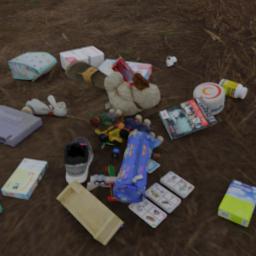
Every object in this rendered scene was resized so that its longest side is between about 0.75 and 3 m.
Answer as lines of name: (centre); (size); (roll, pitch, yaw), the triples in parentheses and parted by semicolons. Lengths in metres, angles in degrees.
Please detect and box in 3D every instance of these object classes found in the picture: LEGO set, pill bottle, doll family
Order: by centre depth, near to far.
LEGO set: (0.218, 1.715, 8.642); (2.910, 0.714, 2.174); (31, 38, 28)
doll family: (-0.154, 0.240, 9.835); (2.964, 1.163, 1.713); (14, 22, 28)
pill bottle: (4.879, -1.792, 13.100); (1.190, 0.669, 0.669); (27, 44, 32)

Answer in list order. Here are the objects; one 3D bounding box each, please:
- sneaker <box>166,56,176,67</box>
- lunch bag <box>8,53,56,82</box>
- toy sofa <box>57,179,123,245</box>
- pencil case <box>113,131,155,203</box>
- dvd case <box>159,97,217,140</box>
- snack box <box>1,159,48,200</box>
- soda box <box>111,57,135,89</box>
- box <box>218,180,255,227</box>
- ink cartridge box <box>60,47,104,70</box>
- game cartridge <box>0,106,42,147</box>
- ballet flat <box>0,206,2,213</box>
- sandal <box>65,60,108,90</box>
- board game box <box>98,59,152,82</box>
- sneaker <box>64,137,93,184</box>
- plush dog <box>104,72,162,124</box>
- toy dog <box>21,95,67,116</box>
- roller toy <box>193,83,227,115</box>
sneaker: (2.461, -3.919, 16.071); (0.385, 0.491, 0.988); (-12, 27, 35)
lunch bag: (-4.909, -3.220, 14.655); (1.913, 1.167, 1.630); (9, 36, 22)
toy sofa: (-1.021, 2.283, 7.606); (1.812, 0.884, 0.750); (31, 71, 35)
pencil case: (0.218, 1.062, 7.972); (0.855, 0.952, 2.192); (20, 48, -4)
dvd case: (2.294, -0.405, 10.932); (1.842, 0.203, 1.344); (-20, 56, -4)
snack box: (-3.218, 1.576, 8.832); (0.824, 0.263, 1.419); (7, 37, 10)
soda box: (0.029, -2.393, 12.958); (0.561, 1.768, 0.619); (-37, 27, 23)
box: (3.167, 2.112, 7.982); (0.809, 0.316, 1.328); (18, 37, 29)
ink cartridge box: (-2.553, -3.766, 15.645); (2.031, 0.841, 1.488); (-21, 41, -26)
game cartridge: (-4.906, -0.170, 11.105); (2.555, 0.490, 1.656); (17, 35, 22)
ballet flat: (-3.951, 2.153, 8.041); (0.405, 0.405, 1.090); (-24, 40, -29)
sandal: (-1.698, -2.370, 12.916); (2.475, 0.994, 0.668); (18, 11, -40)
board game box: (-0.265, -2.835, 14.637); (2.614, 0.527, 2.000); (11, 38, 14)
sneaker: (-1.607, 0.792, 9.156); (0.835, 0.990, 2.264); (2, 29, -3)
plush dog: (0.322, -1.207, 11.236); (1.954, 2.275, 1.825); (-17, 58, 30)
toy dog: (-3.563, -0.980, 11.769); (1.863, 0.898, 1.229); (-7, 37, -7)
roller toy: (3.420, -1.197, 11.968); (1.389, 0.970, 1.267); (9, 51, 21)
